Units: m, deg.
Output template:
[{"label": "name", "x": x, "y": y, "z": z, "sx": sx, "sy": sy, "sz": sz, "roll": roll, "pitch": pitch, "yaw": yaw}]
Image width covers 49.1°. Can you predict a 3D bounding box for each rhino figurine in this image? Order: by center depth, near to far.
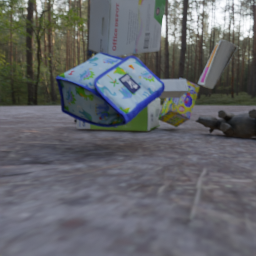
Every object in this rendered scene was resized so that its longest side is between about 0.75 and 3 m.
[{"label": "rhino figurine", "x": 2.632, "y": -0.090, "z": 7.130, "sx": 2.095, "sy": 0.626, "sz": 0.916, "roll": 4, "pitch": -9, "yaw": 45}]

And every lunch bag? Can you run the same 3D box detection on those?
[{"label": "lunch bag", "x": -0.313, "y": -0.715, "z": 5.368, "sx": 1.630, "sy": 1.039, "sz": 1.386, "roll": 24, "pitch": 45, "yaw": 26}]

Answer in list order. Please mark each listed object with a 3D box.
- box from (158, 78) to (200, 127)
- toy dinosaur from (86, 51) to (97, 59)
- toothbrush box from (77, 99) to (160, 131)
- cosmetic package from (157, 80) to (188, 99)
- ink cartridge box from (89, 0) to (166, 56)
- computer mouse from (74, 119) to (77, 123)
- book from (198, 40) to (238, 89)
[{"label": "box", "x": 1.555, "y": -0.758, "z": 8.718, "sx": 0.686, "sy": 1.125, "sz": 1.083, "roll": 22, "pitch": -16, "yaw": -6}, {"label": "toy dinosaur", "x": -0.560, "y": -1.565, "z": 7.292, "sx": 1.267, "sy": 0.665, "sz": 1.150, "roll": -42, "pitch": -32, "yaw": 22}, {"label": "toothbrush box", "x": -0.261, "y": -0.476, "z": 9.105, "sx": 2.329, "sy": 1.003, "sz": 1.696, "roll": 3, "pitch": 6, "yaw": 18}, {"label": "cosmetic package", "x": 1.093, "y": -1.048, "z": 7.566, "sx": 0.898, "sy": 0.364, "sz": 0.507, "roll": -2, "pitch": -17, "yaw": -20}, {"label": "ink cartridge box", "x": -0.017, "y": -2.390, "z": 6.487, "sx": 1.711, "sy": 1.243, "sz": 0.748, "roll": -21, "pitch": 37, "yaw": -40}, {"label": "computer mouse", "x": -1.632, "y": -0.304, "z": 11.417, "sx": 1.013, "sy": 0.267, "sz": 0.701, "roll": -20, "pitch": 20, "yaw": -40}, {"label": "book", "x": 2.626, "y": -1.892, "z": 8.642, "sx": 0.480, "sy": 1.336, "sz": 1.999, "roll": 25, "pitch": 14, "yaw": 4}]
